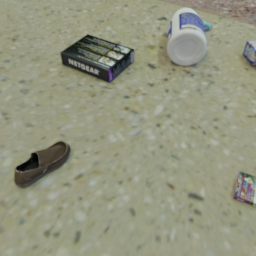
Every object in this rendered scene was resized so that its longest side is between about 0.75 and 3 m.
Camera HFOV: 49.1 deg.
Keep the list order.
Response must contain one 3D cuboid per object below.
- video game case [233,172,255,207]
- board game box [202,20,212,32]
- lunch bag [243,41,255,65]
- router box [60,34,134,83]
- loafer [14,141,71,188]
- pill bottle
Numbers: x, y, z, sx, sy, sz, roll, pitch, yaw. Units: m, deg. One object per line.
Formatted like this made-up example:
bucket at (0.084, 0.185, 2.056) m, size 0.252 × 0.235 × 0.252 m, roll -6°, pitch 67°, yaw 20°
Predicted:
video game case at (3.261, 1.642, 7.430) m, size 0.772 × 0.152 × 0.851 m, roll 19°, pitch 51°, yaw 14°
board game box at (3.492, -5.135, 14.027) m, size 0.827 × 0.257 × 1.096 m, roll -25°, pitch 51°, yaw -22°
lunch bag at (5.563, -3.053, 11.652) m, size 1.059 × 0.772 × 1.246 m, roll -5°, pitch 38°, yaw -6°
router box at (-1.262, -2.953, 11.625) m, size 2.480 × 0.633 × 1.849 m, roll 25°, pitch 51°, yaw 22°
loafer at (-2.368, 0.920, 7.835) m, size 0.664 × 0.645 × 1.817 m, roll 30°, pitch 53°, yaw 26°
pill bottle at (2.469, -4.019, 12.006) m, size 1.579 × 1.579 × 2.638 m, roll 5°, pitch 47°, yaw 5°
